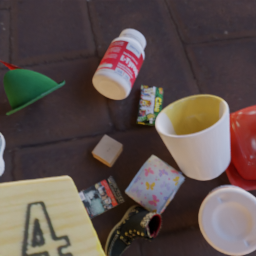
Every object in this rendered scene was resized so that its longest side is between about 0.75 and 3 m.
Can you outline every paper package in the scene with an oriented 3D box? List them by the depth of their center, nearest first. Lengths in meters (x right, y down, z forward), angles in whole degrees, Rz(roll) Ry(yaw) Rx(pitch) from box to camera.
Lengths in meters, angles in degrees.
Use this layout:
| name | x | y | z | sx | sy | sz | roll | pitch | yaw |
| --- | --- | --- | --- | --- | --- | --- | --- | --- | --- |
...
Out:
| name | x | y | z | sx | sy | sz | roll | pitch | yaw |
| --- | --- | --- | --- | --- | --- | --- | --- | --- | --- |
| paper package | -0.707 | 0.799 | 9.681 | 0.786 | 0.427 | 0.825 | 30 | 68 | 14 |

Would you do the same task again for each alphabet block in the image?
| name | x | y | z | sx | sy | sz | roll | pitch | yaw |
| --- | --- | --- | --- | --- | --- | --- | --- | --- | --- |
| alphabet block | -2.527 | 2.994 | 6.355 | 2.739 | 2.676 | 2.690 | 2 | 46 | -44 |

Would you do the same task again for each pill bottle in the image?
| name | x | y | z | sx | sy | sz | roll | pitch | yaw |
| --- | --- | --- | --- | --- | --- | --- | --- | --- | --- |
| pill bottle | 2.740 | 2.327 | 7.538 | 1.499 | 2.633 | 1.499 | -3 | 79 | 18 |
| pill bottle | -0.240 | -2.482 | 10.750 | 1.436 | 1.436 | 2.558 | 18 | 65 | 9 |

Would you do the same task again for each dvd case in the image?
| name | x | y | z | sx | sy | sz | roll | pitch | yaw |
| --- | --- | --- | --- | --- | --- | --- | --- | --- | --- |
| dvd case | -0.904 | 2.270 | 9.106 | 1.290 | 0.142 | 0.942 | -25 | 66 | -13 |

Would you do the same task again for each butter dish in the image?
| name | x | y | z | sx | sy | sz | roll | pitch | yaw |
| --- | --- | --- | --- | --- | --- | --- | --- | --- | --- |
| butter dish | 4.368 | 0.248 | 8.825 | 2.818 | 2.089 | 2.826 | -12 | 61 | 6 |

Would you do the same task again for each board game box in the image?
| name | x | y | z | sx | sy | sz | roll | pitch | yaw |
| --- | --- | --- | --- | --- | --- | --- | --- | --- | --- |
| board game box | 0.838 | -0.850 | 10.573 | 0.881 | 0.197 | 1.681 | 9 | 60 | -2 |

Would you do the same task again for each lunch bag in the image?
| name | x | y | z | sx | sy | sz | roll | pitch | yaw |
| --- | --- | --- | --- | --- | --- | --- | --- | --- | --- |
| lunch bag | 0.877 | 1.822 | 8.871 | 1.307 | 0.980 | 1.542 | 33 | 79 | 16 |

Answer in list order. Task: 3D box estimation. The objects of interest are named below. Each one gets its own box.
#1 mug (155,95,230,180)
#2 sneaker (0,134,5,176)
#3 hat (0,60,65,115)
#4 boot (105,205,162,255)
| name | x | y | z | sx | sy | sz | roll | pitch | yaw |
| --- | --- | --- | --- | --- | --- | --- | --- | --- | --- |
| mug | 2.361 | 0.296 | 8.850 | 2.130 | 2.183 | 2.660 | 12 | 46 | 47 |
| sneaker | -4.665 | 0.757 | 9.484 | 0.708 | 0.760 | 1.917 | -20 | 63 | 3 |
| hat | -3.880 | -1.952 | 9.613 | 2.679 | 2.358 | 2.219 | -21 | 18 | 26 |
| boot | 0.135 | 3.059 | 7.991 | 0.643 | 1.346 | 1.782 | 43 | 66 | -16 |
